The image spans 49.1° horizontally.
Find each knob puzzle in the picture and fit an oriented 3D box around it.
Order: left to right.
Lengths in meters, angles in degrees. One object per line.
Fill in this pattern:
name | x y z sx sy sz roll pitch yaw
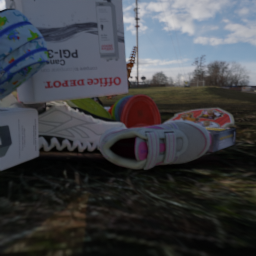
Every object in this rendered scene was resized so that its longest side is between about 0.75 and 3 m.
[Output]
knob puzzle | 2.640 -0.396 9.982 2.571 0.357 2.571 -8 21 3

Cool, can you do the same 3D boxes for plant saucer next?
plant saucer | -1.491 -0.690 9.773 2.575 0.400 2.575 32 14 -9

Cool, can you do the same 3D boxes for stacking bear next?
stacking bear | -0.040 -0.469 10.353 1.469 1.376 2.420 -3 2 -24

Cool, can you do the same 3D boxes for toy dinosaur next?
toy dinosaur | -0.286 -1.586 7.940 1.080 1.592 0.813 36 -4 -3

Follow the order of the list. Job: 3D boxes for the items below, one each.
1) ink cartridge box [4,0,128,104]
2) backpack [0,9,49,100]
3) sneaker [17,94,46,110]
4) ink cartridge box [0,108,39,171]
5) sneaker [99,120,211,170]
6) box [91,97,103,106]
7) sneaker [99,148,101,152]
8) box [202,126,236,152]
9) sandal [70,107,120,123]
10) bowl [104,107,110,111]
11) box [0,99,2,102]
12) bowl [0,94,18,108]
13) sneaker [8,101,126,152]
ink cartridge box | -1.215 -2.031 5.736 2.140 2.922 1.209 -11 11 -33
backpack | -2.061 -0.999 4.240 1.310 1.703 1.390 36 -3 -9
sneaker | -2.326 -1.713 6.942 0.992 2.511 1.198 6 20 -26
ink cartridge box | -3.073 0.212 4.893 1.845 1.065 2.536 3 8 16
sneaker | 0.447 0.364 5.058 2.109 0.858 0.930 -7 7 7
box | -2.362 -1.191 11.910 2.158 0.470 1.729 4 -17 15
sneaker | -0.026 0.344 5.965 1.343 0.568 0.500 3 7 29
box | 1.700 0.220 7.522 1.874 0.453 1.485 5 8 41
sandal | -0.982 -0.001 8.094 0.841 0.536 2.238 -20 -27 40
bowl | -0.393 -0.780 15.229 1.898 0.710 1.901 -6 9 -42
box | -3.371 -1.245 6.254 0.563 1.449 0.688 -9 3 15
bowl | -3.476 -0.417 7.381 0.585 1.301 1.301 -24 -2 20
sneaker | -1.424 -0.064 6.747 2.967 1.202 1.115 -1 9 -19
